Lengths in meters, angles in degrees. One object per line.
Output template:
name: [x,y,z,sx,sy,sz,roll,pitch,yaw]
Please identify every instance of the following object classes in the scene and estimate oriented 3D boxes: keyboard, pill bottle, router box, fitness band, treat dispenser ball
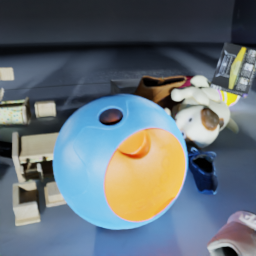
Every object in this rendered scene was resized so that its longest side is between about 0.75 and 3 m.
keyboard: [-3.668,0.734,7.667,2.513,0.322,1.509,6,16,16]
pill bottle: [3.784,-1.385,11.682,2.434,1.269,1.269,-19,29,-39]
router box: [3.363,-1.817,8.794,1.154,1.468,0.383,20,-6,13]
fitness band: [2.658,-2.424,15.149,2.071,0.387,1.487,-19,21,-21]
treat dispenser ball: [-0.143,0.593,5.203,2.433,2.433,2.433,0,22,0]

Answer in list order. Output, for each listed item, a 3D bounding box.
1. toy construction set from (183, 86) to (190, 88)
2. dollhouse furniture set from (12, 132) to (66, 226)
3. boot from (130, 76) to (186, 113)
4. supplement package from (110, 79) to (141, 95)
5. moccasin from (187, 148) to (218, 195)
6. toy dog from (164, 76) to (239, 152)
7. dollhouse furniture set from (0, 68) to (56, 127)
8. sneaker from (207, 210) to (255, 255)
toy construction set: [3.458,-2.437,15.487,1.108,0.510,0.726,-24,30,-24]
dollhouse furniture set: [-1.298,1.097,6.214,2.213,1.231,1.958,-6,47,-16]
boot: [1.284,-1.281,9.788,2.545,0.926,2.704,0,-15,-16]
supplement package: [0.380,-1.430,12.000,2.011,1.115,1.566,-6,22,-14]
moccasin: [1.867,0.895,6.789,0.731,0.620,1.818,-1,22,-2]
toy dog: [2.141,-0.198,8.577,2.388,1.718,2.463,42,30,4]
dollhouse furniture set: [-3.950,-1.203,10.066,2.394,2.118,1.331,-5,23,-11]
sneaker: [2.108,2.065,3.755,1.067,0.878,2.319,-22,22,-29]
